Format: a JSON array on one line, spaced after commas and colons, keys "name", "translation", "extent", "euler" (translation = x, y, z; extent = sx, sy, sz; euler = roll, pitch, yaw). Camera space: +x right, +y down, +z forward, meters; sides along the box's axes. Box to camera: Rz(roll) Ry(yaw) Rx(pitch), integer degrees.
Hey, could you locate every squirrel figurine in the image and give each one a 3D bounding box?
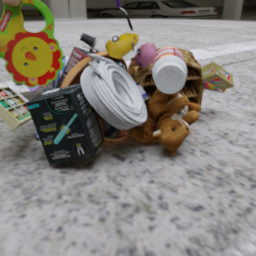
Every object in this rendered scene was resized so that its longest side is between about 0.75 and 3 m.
[{"name": "squirrel figurine", "translation": [1.149, -0.091, 9.184], "extent": [2.344, 1.659, 2.188], "euler": [-21, 39, 29]}]

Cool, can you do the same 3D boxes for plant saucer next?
[{"name": "plant saucer", "translation": [-1.246, -1.322, 9.723], "extent": [0.562, 3.000, 3.000], "euler": [40, 43, 25]}, {"name": "plant saucer", "translation": [-0.775, -0.291, 9.826], "extent": [1.953, 0.365, 1.953], "euler": [14, 46, -15]}]

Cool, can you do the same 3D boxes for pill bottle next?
[{"name": "pill bottle", "translation": [1.200, -1.703, 8.196], "extent": [0.985, 0.985, 1.798], "euler": [3, 28, 5]}, {"name": "pill bottle", "translation": [0.262, -1.209, 9.698], "extent": [0.569, 0.569, 1.018], "euler": [-30, 83, -45]}]

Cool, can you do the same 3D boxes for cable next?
[{"name": "cable", "translation": [-0.371, -0.976, 8.233], "extent": [0.786, 2.272, 2.271], "euler": [-31, -7, 24]}]

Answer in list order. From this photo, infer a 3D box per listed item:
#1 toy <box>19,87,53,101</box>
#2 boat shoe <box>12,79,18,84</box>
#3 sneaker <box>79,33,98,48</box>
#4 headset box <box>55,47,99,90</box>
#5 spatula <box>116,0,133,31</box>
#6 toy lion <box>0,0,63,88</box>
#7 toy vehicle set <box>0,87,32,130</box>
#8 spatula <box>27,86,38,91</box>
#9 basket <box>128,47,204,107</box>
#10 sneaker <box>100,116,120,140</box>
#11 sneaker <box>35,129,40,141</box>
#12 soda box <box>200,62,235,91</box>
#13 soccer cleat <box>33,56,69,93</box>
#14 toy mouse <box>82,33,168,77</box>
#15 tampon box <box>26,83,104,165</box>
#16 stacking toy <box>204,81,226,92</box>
[{"name": "toy", "translation": [-2.753, -0.632, 9.796], "extent": [1.145, 1.988, 0.469], "euler": [-9, 64, 13]}, {"name": "boat shoe", "translation": [-5.366, -2.754, 15.248], "extent": [1.730, 0.655, 0.621], "euler": [-32, 44, -32]}, {"name": "sneaker", "translation": [-1.126, -2.520, 7.971], "extent": [0.463, 0.326, 0.872], "euler": [26, 10, -16]}, {"name": "headset box", "translation": [-1.530, -1.918, 9.888], "extent": [0.722, 1.869, 1.391], "euler": [38, 22, 26]}, {"name": "spatula", "translation": [-0.137, -3.875, 9.440], "extent": [0.154, 1.494, 0.422], "euler": [-33, 47, 5]}, {"name": "toy lion", "translation": [-3.148, -2.693, 8.866], "extent": [2.508, 2.616, 0.898], "euler": [24, 4, -22]}, {"name": "toy vehicle set", "translation": [-3.537, -0.658, 8.444], "extent": [0.280, 1.310, 2.109], "euler": [-45, 11, 3]}, {"name": "spatula", "translation": [-3.099, -1.120, 11.127], "extent": [2.649, 0.272, 0.749], "euler": [34, 18, 20]}, {"name": "basket", "translation": [1.553, -1.700, 10.755], "extent": [2.832, 2.021, 2.110], "euler": [-8, 59, -20]}, {"name": "sneaker", "translation": [-0.783, -0.734, 9.242], "extent": [1.381, 0.921, 2.410], "euler": [29, 44, -27]}, {"name": "sneaker", "translation": [-2.629, 0.088, 8.635], "extent": [0.338, 0.390, 0.901], "euler": [-26, 53, 24]}, {"name": "soda box", "translation": [3.406, -1.918, 10.601], "extent": [0.553, 0.522, 1.632], "euler": [-19, -23, 40]}, {"name": "soccer cleat", "translation": [-2.627, -1.558, 10.224], "extent": [0.989, 2.290, 0.800], "euler": [36, -6, -12]}, {"name": "toy mouse", "translation": [0.039, -2.146, 9.325], "extent": [2.744, 2.439, 0.531], "euler": [-19, 68, -6]}, {"name": "tampon box", "translation": [-1.726, -0.135, 8.047], "extent": [1.432, 1.910, 1.206], "euler": [-10, 19, 15]}, {"name": "stacking toy", "translation": [4.407, -2.136, 14.102], "extent": [0.652, 0.690, 1.189], "euler": [-25, 47, -39]}]
